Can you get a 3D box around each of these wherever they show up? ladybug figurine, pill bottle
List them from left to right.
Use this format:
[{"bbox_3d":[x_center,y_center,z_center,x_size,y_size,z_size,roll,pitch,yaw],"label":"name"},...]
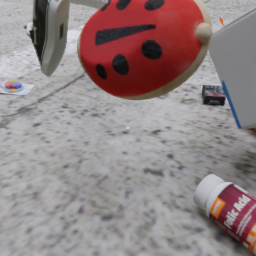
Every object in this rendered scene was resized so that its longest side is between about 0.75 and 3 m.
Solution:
[{"bbox_3d":[0.054,-1.334,4.381,0.931,1.756,2.587,3,-1,-44],"label":"ladybug figurine"},{"bbox_3d":[2.049,1.576,5.331,0.852,0.852,1.493,-24,40,-32],"label":"pill bottle"}]

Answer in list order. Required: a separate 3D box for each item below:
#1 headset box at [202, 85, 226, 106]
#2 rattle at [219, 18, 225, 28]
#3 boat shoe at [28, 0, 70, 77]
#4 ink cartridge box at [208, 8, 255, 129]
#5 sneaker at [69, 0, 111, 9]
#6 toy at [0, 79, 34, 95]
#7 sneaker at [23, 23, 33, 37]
[{"bbox_3d":[2.997,-1.139,9.843,0.717,0.372,0.963,4,35,7],"label":"headset box"},{"bbox_3d":[3.011,-2.237,7.453,1.512,1.080,0.984,18,18,13],"label":"rattle"},{"bbox_3d":[-1.537,-1.797,5.328,0.580,1.822,0.644,28,47,2],"label":"boat shoe"},{"bbox_3d":[3.161,-1.365,5.150,2.563,1.887,1.854,-23,2,-34],"label":"ink cartridge box"},{"bbox_3d":[-1.016,-4.393,9.098,2.867,1.095,1.154,4,28,-22],"label":"sneaker"},{"bbox_3d":[-4.473,-1.628,10.585,1.563,0.369,0.900,3,34,5],"label":"toy"},{"bbox_3d":[-2.843,-2.802,8.452,0.377,0.357,0.936,-17,59,-27],"label":"sneaker"}]
